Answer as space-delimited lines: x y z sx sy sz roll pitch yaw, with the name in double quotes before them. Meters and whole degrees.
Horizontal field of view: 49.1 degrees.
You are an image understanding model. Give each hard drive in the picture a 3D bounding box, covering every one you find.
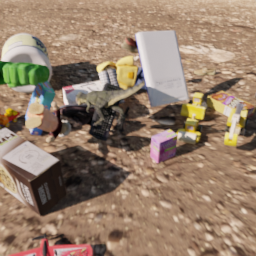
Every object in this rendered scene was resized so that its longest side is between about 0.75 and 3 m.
"hard drive" 1.352 -2.298 10.787 1.816 2.753 0.349 -14 4 -31

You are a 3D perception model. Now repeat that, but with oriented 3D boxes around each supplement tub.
"supplement tub" -4.867 -3.191 13.364 2.165 2.165 2.986 -10 36 -15

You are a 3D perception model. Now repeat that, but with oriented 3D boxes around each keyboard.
"keyboard" -0.479 -0.415 8.600 1.097 1.726 0.178 16 8 -22

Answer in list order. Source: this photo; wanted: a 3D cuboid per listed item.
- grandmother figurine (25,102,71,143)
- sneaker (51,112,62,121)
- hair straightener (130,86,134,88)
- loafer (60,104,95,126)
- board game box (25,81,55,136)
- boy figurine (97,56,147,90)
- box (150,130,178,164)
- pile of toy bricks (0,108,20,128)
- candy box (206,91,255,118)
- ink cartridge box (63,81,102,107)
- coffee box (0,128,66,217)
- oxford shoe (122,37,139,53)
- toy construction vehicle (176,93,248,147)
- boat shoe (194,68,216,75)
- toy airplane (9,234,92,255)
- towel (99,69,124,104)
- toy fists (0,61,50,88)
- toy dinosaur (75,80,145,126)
"grandmother figurine" -2.284 -0.159 8.377 0.619 2.045 1.240 12 78 14
"sneaker" -2.771 -0.286 10.363 0.497 0.438 1.115 30 8 -22
"hair straightener" -0.194 -2.106 13.502 0.651 0.346 1.691 -25 37 -33
"loafer" -1.346 -0.345 9.534 0.775 0.679 2.155 -16 -15 38
"board game box" -3.235 -0.785 10.194 0.388 1.722 1.310 10 25 -35
"boy figurine" -0.007 -2.382 12.230 2.674 1.662 0.861 15 23 -14
"box" 1.144 0.592 8.981 0.744 0.846 0.409 -20 38 -27
"pile of toy bricks" -5.288 -0.372 10.025 1.419 1.263 2.558 16 37 22
"candy box" 4.202 -0.915 11.545 0.976 0.473 1.674 -22 42 -30
"ink cartridge box" -1.609 -1.257 11.745 1.908 0.809 1.389 -14 37 -23
"coffee box" -2.924 1.151 7.701 2.400 1.357 0.958 22 41 30
"oxford shoe" 0.325 -3.316 11.658 1.316 0.492 0.464 18 49 -32
"toy construction vehicle" 3.055 -0.420 10.258 2.455 0.993 2.819 14 37 25
"boat shoe" 4.032 -3.002 14.705 1.118 0.361 0.398 -1 34 -1
"toy airplane" -1.673 3.063 5.758 2.050 0.377 2.050 6 33 -4
"towel" -0.519 -1.311 9.315 0.609 1.177 1.422 -16 7 -1
"toy fists" -3.801 -1.735 9.029 2.395 0.823 1.221 9 11 16
"toy dinosaur" -0.592 -0.644 8.013 2.393 1.055 0.568 -6 6 26
